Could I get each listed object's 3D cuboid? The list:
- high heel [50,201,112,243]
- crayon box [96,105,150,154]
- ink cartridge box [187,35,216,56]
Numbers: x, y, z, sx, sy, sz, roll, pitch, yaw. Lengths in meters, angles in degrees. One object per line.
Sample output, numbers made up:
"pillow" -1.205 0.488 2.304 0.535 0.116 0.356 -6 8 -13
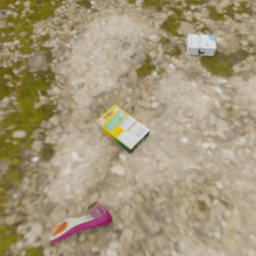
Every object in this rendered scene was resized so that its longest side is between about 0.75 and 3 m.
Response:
"high heel" -1.449 3.168 8.766 1.947 0.936 0.656 -33 23 3
"crayon box" -0.204 0.029 10.611 1.752 0.452 1.102 38 64 19
"ink cartridge box" 3.349 -3.818 12.933 1.205 0.505 0.874 3 59 2
